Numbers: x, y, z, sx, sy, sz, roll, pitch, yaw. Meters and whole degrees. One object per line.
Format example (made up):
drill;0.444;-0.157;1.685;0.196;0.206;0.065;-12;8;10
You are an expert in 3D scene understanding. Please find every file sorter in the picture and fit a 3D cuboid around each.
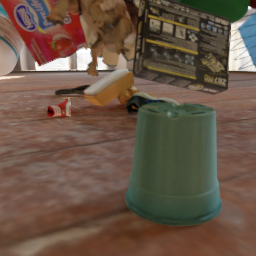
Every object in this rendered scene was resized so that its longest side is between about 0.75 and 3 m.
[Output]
file sorter;3.686;-2.654;8.654;0.864;1.409;0.978;-18;-7;-18

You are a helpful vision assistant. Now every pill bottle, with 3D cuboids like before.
pill bottle;-3.311;-2.352;6.813;1.526;2.755;1.526;10;-22;4

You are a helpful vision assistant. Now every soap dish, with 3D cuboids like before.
soap dish;-0.790;-1.672;11.702;1.943;0.789;1.529;-37;20;-15

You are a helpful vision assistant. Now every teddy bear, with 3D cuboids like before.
teddy bear;0.439;-1.232;11.431;1.828;0.842;2.521;-1;14;-12

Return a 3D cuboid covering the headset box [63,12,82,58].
headset box;-2.297;-3.831;10.346;2.121;1.846;0.984;-17;-1;42

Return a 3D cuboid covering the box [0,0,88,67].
box;-1.820;-2.660;5.474;1.270;1.326;2.661;-23;-24;-6

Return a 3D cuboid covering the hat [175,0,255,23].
hat;2.728;-2.864;7.293;2.389;2.539;2.884;-44;13;-18

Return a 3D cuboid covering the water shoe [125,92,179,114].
water shoe;0.837;-0.544;9.339;2.202;0.787;0.869;21;56;44

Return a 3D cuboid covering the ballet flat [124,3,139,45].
ballet flat;0.224;-3.254;8.360;2.137;0.683;0.808;-32;25;43

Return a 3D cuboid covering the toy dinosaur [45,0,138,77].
toy dinosaur;-0.404;-2.088;4.804;1.089;1.719;2.537;-1;-27;26

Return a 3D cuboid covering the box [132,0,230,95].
box;0.986;-1.435;4.940;1.724;1.390;0.423;8;-11;-20

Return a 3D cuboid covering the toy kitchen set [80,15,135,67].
toy kitchen set;-0.451;-2.457;8.037;1.308;0.962;1.633;-25;68;-24

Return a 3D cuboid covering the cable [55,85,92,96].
cable;-2.787;-1.835;14.975;2.426;0.611;1.178;-10;25;10

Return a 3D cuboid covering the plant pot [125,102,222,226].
plant pot;0.659;0.384;3.986;1.408;1.379;1.408;0;14;0

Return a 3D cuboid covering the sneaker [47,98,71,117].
sneaker;-2.501;-0.778;10.198;0.851;0.577;1.474;-2;13;-11
